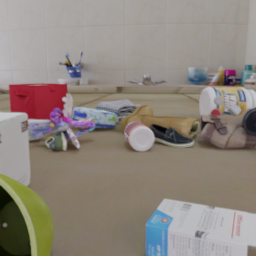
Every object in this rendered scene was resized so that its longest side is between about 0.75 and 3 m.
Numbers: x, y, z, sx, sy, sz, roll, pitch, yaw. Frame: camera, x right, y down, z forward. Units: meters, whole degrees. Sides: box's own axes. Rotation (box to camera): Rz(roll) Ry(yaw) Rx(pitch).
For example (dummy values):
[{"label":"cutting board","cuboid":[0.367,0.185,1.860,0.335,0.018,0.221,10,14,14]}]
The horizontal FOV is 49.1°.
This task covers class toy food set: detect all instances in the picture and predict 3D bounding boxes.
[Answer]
[{"label":"toy food set","cuboid":[3.348,-0.223,9.104,0.867,1.815,0.817,-44,-6,22]}]

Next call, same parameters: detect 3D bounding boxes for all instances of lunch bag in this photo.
[{"label":"lunch bag","cuboid":[-1.348,-0.396,10.840,1.299,0.666,1.616,7,5,-42]}]

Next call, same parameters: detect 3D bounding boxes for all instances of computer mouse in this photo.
[{"label":"computer mouse","cuboid":[3.885,-0.301,7.734,1.627,1.126,0.429,-17,9,0]}]

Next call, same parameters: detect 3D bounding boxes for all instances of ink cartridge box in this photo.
[{"label":"ink cartridge box","cuboid":[0.944,1.256,3.208,1.326,0.442,0.768,4,10,24]}]

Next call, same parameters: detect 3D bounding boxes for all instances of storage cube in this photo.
[{"label":"storage cube","cuboid":[-3.505,-0.902,11.164,1.611,1.695,1.885,7,12,32]}]

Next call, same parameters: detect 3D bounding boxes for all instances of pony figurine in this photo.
[{"label":"pony figurine","cuboid":[-1.914,-0.099,8.228,1.853,1.543,1.789,-8,-3,1]}]

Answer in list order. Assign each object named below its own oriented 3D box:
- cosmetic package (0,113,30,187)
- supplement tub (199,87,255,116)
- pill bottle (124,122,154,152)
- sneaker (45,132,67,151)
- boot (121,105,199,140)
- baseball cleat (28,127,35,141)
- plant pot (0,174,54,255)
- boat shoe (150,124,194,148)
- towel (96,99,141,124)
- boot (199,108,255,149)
[{"label":"cosmetic package","cuboid":[-2.679,0.494,4.538,1.706,1.408,1.406,2,10,0]},{"label":"supplement tub","cuboid":[4.314,-1.007,12.150,2.093,1.514,1.514,-1,11,-5]},{"label":"pill bottle","cuboid":[0.277,0.201,8.104,0.698,0.698,1.236,-2,12,-10]},{"label":"sneaker","cuboid":[-2.106,0.362,8.014,0.535,0.400,1.192,1,13,-23]},{"label":"boot","cuboid":[1.285,-0.179,9.960,2.483,0.821,2.174,5,25,29]},{"label":"baseball cleat","cuboid":[-3.513,0.227,8.792,1.594,0.556,0.849,4,-4,2]},{"label":"plant pot","cuboid":[-1.251,1.036,2.623,1.360,1.360,1.454,1,-10,4]},{"label":"boat shoe","cuboid":[1.252,0.226,8.318,1.435,0.447,0.535,17,25,26]},{"label":"towel","cuboid":[-0.226,-0.778,12.707,1.994,0.853,1.651,-10,16,-42]},{"label":"boot","cuboid":[3.000,-0.129,8.486,1.582,0.760,2.164,12,32,14]}]
